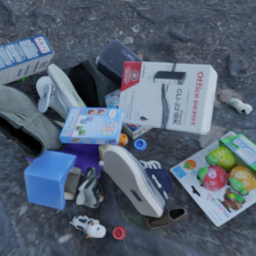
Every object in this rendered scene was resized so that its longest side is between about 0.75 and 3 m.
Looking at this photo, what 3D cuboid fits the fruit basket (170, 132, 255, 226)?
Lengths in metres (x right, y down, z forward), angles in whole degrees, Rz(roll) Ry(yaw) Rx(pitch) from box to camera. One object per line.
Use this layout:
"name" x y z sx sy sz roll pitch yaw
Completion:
"fruit basket" 2.680 1.219 7.722 2.330 1.092 2.158 -25 44 -13

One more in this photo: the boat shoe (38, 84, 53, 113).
"boat shoe" -2.214 -0.798 7.612 0.293 0.793 0.271 16 8 20

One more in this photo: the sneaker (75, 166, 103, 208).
"sneaker" -0.910 1.545 7.148 0.676 1.704 0.630 22 53 3

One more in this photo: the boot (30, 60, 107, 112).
"boot" -2.042 -1.149 9.573 2.266 1.141 3.031 -19 38 -11

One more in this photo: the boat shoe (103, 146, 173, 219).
"boat shoe" 0.316 1.110 6.999 0.892 2.389 1.108 -3 38 39

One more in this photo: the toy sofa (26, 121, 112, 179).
"toy sofa" -1.828 0.539 8.403 2.605 1.079 1.271 13 49 11

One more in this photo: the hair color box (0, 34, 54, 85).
"hair color box" -4.245 -2.264 9.943 2.898 1.449 0.877 -30 92 -32

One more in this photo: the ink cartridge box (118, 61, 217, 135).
"ink cartridge box" 1.085 -0.859 7.928 2.477 1.787 1.037 9 4 23

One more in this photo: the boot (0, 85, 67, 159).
"boot" -3.006 -0.327 7.272 2.976 1.944 1.008 33 94 8

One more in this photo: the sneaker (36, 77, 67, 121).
"sneaker" -2.201 -0.710 9.247 0.753 1.207 2.047 -42 81 -15

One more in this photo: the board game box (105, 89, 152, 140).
"board game box" 0.028 -0.604 9.869 1.287 0.353 2.039 -31 56 -24

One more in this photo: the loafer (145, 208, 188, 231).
"loafer" 0.987 2.300 7.263 1.185 0.420 0.433 -18 52 -7

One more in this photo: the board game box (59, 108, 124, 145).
"board game box" -0.931 -0.071 7.433 1.491 0.273 1.128 1 46 9

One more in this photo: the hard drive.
"hard drive" -0.226 -2.328 10.436 1.760 0.552 2.609 38 31 -11

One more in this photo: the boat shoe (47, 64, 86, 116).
"boat shoe" -1.882 -0.921 8.123 0.655 1.838 0.641 -28 11 15

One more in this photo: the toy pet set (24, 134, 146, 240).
"toy pet set" -1.069 1.227 6.940 2.487 1.414 2.664 10 77 12

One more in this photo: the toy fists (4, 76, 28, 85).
"toy fists" -4.624 -2.122 11.094 1.499 0.515 0.764 -15 52 -14

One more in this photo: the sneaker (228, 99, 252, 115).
"sneaker" 3.962 -0.742 10.034 0.852 0.322 0.392 27 58 23

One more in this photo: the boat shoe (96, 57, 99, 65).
"boat shoe" -1.146 -2.708 11.798 0.278 0.282 0.796 8 39 -30
